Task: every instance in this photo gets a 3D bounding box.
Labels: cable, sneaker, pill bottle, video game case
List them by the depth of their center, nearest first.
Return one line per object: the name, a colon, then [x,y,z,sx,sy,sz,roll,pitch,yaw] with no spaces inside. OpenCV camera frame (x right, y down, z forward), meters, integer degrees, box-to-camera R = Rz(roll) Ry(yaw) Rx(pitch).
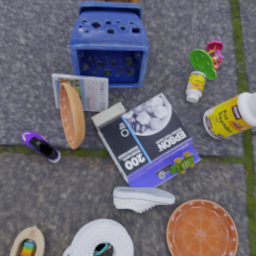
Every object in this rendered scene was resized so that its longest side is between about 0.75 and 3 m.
cable: [-0.845,4.051,9.105,2.063,0.714,2.064,35,74,-10]
sneaker: [-1.212,4.107,9.406,1.391,0.635,0.540,-29,76,-8]
sneaker: [0.538,2.578,9.914,2.167,0.791,0.767,5,101,1]
pill bottle: [3.844,-0.454,9.919,1.198,2.192,1.198,14,64,-30]
sneaker: [-3.285,0.604,10.383,1.700,0.845,0.591,32,77,8]
video game case: [-1.806,-1.306,10.748,2.055,1.471,0.185,5,40,1]
pill bottle: [2.681,-1.615,11.199,0.626,0.626,1.146,16,74,5]

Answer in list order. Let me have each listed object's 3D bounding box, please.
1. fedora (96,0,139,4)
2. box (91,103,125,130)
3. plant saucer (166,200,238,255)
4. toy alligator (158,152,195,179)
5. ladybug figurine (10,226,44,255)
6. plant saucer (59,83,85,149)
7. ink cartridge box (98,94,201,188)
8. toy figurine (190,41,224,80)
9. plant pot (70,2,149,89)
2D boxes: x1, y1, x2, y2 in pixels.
fedora: [-0.391,-5.927,12.195,2.187,2.187,0.892,28,39,8]
box: [-0.747,-0.453,10.898,1.289,0.530,0.441,-28,75,-10]
plant saucer: [2.514,3.725,9.664,2.417,0.390,2.417,0,73,-1]
toy alligator: [1.864,1.414,10.108,1.691,0.406,0.560,-31,106,-20]
ladybug figurine: [-3.345,4.127,9.434,1.068,0.566,1.574,16,73,5]
plant saucer: [-2.002,-0.430,10.008,0.442,2.363,2.363,-11,72,-21]
ink cartridge box: [0.810,0.615,10.509,2.918,0.639,2.945,-30,77,-9]
toy figurine: [3.495,-2.941,11.549,1.349,1.100,1.466,-43,99,-21]
plant pot: [-0.699,-3.168,10.623,2.678,2.679,2.408,0,67,-4]
